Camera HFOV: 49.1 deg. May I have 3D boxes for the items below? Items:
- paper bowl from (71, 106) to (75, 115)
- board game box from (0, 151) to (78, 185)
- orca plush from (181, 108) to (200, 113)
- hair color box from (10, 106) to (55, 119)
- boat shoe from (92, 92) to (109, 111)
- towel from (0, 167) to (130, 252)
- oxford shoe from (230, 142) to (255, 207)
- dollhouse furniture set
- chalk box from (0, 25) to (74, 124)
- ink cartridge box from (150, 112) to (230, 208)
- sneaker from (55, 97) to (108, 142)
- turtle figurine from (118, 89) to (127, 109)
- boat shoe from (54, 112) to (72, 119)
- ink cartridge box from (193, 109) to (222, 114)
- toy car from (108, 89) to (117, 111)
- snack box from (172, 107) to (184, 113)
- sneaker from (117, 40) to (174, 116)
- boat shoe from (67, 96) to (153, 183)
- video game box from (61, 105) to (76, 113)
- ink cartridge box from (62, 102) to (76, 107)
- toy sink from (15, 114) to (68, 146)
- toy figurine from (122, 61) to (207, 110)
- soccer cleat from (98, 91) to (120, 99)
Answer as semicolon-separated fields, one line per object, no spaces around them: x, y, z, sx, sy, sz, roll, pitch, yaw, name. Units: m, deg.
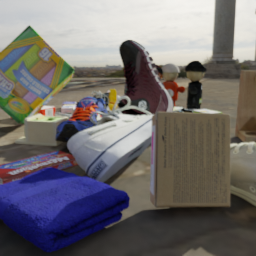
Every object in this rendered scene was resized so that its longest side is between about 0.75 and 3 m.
-1.461;-0.412;9.224;0.828;0.431;0.828;13;19;-4;paper bowl
-1.691;0.697;5.097;0.760;0.144;1.477;12;17;41;board game box
2.364;-0.498;10.091;0.911;0.479;0.324;21;48;-14;orca plush
-3.424;-0.549;10.076;1.396;0.446;0.774;6;13;20;hair color box
-1.115;-1.002;11.056;0.859;0.794;2.326;13;16;16;boat shoe
-0.938;0.927;3.407;1.648;0.408;1.217;6;14;42;towel
1.747;0.562;4.196;1.055;0.811;2.807;-9;13;-25;oxford shoe
3.744;-0.374;6.221;2.028;1.737;2.132;2;12;8;dollhouse furniture set
-3.199;-1.216;8.271;2.807;1.738;1.746;-48;12;-8;chalk box
0.793;0.406;3.659;0.977;1.185;0.445;2;-3;-4;ink cartridge box
-1.076;-0.230;6.851;1.006;1.047;2.670;1;8;5;sneaker
-0.016;-0.914;10.864;0.567;1.126;0.843;15;-17;-28;turtle figurine
-1.311;-0.260;8.382;1.857;0.596;0.685;-8;15;-33;boat shoe
2.366;-0.328;9.126;1.096;0.415;0.810;-5;13;-26;ink cartridge box
0.284;-0.394;6.695;1.008;0.684;2.056;-8;-26;16;toy car
1.709;-0.660;10.923;1.042;0.193;0.606;2;18;-9;snack box
0.109;-1.068;6.739;1.265;2.190;0.829;-28;-7;-30;sneaker
-0.186;0.027;5.309;1.175;1.019;2.757;43;32;11;boat shoe
-2.280;-0.808;11.759;0.926;0.238;1.017;1;12;-6;video game box
-2.369;-1.014;12.659;1.101;0.243;0.518;1;12;6;ink cartridge box
-2.152;0.027;6.980;1.131;0.634;0.737;3;13;12;toy sink
1.383;-1.684;11.352;2.909;2.055;2.954;-3;13;-22;toy figurine
-0.834;-1.580;14.310;1.511;0.644;0.519;1;13;8;soccer cleat
